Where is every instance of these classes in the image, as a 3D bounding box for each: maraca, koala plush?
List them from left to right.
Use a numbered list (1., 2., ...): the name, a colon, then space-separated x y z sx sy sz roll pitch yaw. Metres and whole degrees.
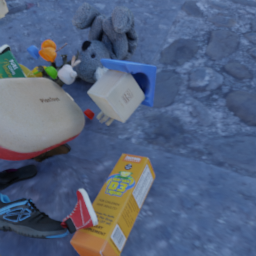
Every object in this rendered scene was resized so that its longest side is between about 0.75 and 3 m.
1. maraca: -3.016 -1.941 9.956 1.064 0.730 0.569 -23 90 14
2. koala plush: -0.980 -2.664 10.088 2.285 2.368 2.576 15 69 26

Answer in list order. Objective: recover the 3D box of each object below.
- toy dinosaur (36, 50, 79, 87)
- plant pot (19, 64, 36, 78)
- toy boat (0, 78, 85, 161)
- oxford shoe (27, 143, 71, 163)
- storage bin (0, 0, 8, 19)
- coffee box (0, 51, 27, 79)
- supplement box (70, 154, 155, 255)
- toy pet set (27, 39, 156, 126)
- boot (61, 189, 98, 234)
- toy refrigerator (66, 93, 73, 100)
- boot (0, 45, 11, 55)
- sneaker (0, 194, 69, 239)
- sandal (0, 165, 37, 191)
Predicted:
1. toy dinosaur: -2.296 -1.670 9.039 0.885 1.176 2.299 15 59 3
2. plant pot: -3.410 -1.137 8.533 1.369 1.338 1.329 3 50 27
3. toy boat: -2.482 -0.020 6.649 1.882 1.886 2.885 47 19 5
4. oxford shoe: -2.242 0.690 7.613 1.457 0.529 0.615 -6 47 17
5. storage bin: -7.615 -5.847 13.379 2.526 1.184 2.508 25 52 23
6. coffee box: -3.779 -1.062 7.465 2.124 0.467 1.306 -34 62 -11
7. supplement box: -0.234 1.737 6.313 0.817 0.845 2.457 5 43 30
8. toy pet set: -0.710 -1.393 7.383 2.657 2.846 1.511 23 68 47
9. boot: -1.084 1.680 5.702 0.677 0.340 0.939 -16 39 -17
10. toy refrigerator: -1.992 -0.710 8.574 0.321 0.348 0.918 -36 20 20
11. boot: -5.403 -2.706 10.846 1.194 0.599 1.654 10 51 12
12. sneaker: -2.190 1.926 6.091 1.955 0.716 0.801 8 67 9
13. sandal: -3.075 1.234 7.278 1.351 0.323 0.508 -21 50 -18
